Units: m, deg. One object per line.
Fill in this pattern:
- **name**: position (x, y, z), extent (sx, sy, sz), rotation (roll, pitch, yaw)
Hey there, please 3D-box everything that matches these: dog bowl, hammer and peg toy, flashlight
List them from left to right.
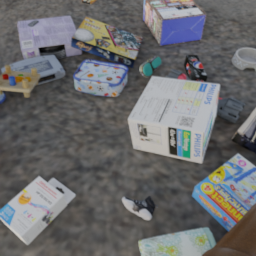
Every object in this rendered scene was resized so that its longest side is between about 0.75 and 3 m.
- **hammer and peg toy**: position (-4.105, -1.612, 9.624), extent (1.846, 0.651, 1.357), rotation (5, 35, -2)
- **flashlight**: position (2.596, -1.129, 9.764), extent (2.806, 0.954, 0.950), rotation (27, 96, 18)
- **dog bowl**: position (5.050, -2.879, 11.683), extent (1.329, 0.390, 1.329), rotation (0, 48, 0)

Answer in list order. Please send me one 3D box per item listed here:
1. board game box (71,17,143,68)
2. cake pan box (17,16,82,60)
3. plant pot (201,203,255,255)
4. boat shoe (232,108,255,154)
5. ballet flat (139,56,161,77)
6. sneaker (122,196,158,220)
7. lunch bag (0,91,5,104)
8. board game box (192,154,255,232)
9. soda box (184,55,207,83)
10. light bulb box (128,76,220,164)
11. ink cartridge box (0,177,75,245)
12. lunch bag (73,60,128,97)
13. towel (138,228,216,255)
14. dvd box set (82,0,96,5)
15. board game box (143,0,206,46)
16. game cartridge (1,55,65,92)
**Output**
- **board game box**: position (-0.835, -3.646, 11.878), extent (2.677, 0.463, 1.814), rotation (19, 49, -3)
- **cake pan box**: position (-3.519, -4.018, 12.502), extent (2.507, 0.712, 2.722), rotation (-15, 49, -13)
- **plant pot**: position (2.502, 2.604, 4.938), extent (2.290, 2.290, 2.267), rotation (36, 49, 29)
- **boat shoe**: position (4.204, -0.007, 8.874), extent (0.970, 0.781, 2.093), rotation (38, 63, 19)
- **ballet flat**: position (0.766, -2.347, 10.990), extent (0.575, 0.575, 1.599), rotation (23, 39, 20)
- **sneaker**: position (0.313, 1.942, 7.166), extent (0.917, 0.346, 0.522), rotation (24, 48, 30)
- **lunch bag**: position (-5.637, -0.904, 9.489), extent (2.038, 0.961, 2.544), rotation (25, 52, 16)
- **board game box**: position (2.955, 1.795, 7.265), extent (1.786, 0.510, 1.824), rotation (-30, 54, -25)
- **soda box**: position (2.614, -2.224, 10.957), extent (0.487, 0.544, 1.538), rotation (-1, 47, -7)
- **light bulb box**: position (1.426, -0.326, 8.434), extent (2.152, 1.343, 2.133), rotation (12, 50, 22)
- **ink cartridge box**: position (-2.265, 1.930, 7.108), extent (0.965, 0.569, 1.677), rotation (29, 53, 24)
- **lunch bag**: position (-1.043, -1.944, 10.597), extent (1.962, 0.741, 1.572), rotation (14, 47, 11)
- **towel**: position (1.249, 3.231, 5.965), extent (1.720, 0.484, 2.010), rotation (-7, 47, -7)
- **dvd box set**: position (-2.181, -7.275, 15.925), extent (0.591, 0.119, 0.807), rotation (21, 51, 17)
- **board game box**: position (2.078, -5.229, 13.236), extent (2.097, 1.274, 2.630), rotation (-10, 48, -9)
- **game cartridge**: position (-3.750, -2.222, 11.035), extent (2.169, 0.450, 1.444), rotation (-21, 46, -20)
